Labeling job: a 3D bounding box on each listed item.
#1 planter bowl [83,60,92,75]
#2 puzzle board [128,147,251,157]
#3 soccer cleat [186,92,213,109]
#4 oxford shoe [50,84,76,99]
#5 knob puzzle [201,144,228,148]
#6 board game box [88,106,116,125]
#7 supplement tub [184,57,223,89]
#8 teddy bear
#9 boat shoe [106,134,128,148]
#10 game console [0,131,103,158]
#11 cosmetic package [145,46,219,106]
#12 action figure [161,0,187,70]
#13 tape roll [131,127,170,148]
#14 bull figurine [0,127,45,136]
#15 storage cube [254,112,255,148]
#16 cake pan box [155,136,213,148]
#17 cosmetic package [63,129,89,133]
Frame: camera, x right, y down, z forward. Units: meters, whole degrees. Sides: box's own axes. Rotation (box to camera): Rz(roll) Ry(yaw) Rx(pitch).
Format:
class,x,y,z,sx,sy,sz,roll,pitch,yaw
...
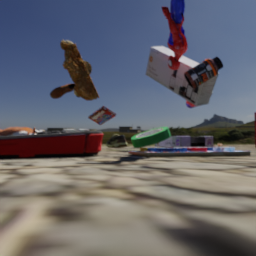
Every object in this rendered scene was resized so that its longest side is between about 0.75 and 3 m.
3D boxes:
class,x,y,z,sx,sy,sz,roll,pitch,yaw
planter bowl,-2.376,-3.020,14.668,0.891,0.891,0.600,1,-2,-13
puzzle board,0.941,0.386,4.680,1.650,0.144,1.244,1,-3,-14
soccer cleat,2.416,-0.949,9.923,0.483,0.518,1.416,37,-25,-8
oxford shoe,-1.906,-1.120,8.205,0.870,0.310,0.310,-36,8,-38
knob puzzle,3.971,0.822,12.940,1.294,0.179,1.294,0,-3,0
board game box,-1.272,-0.566,13.486,0.767,0.145,1.490,33,-33,-22
supplement tub,1.922,-1.426,7.106,0.920,0.492,0.492,-32,-8,8
teddy bear,-1.758,-1.917,9.582,0.752,2.252,1.633,-23,11,-1
boat shoe,-0.491,0.586,12.526,0.675,0.598,1.845,1,-3,-25
game console,-1.962,0.254,4.755,2.404,0.422,2.718,2,-4,-33
cosmetic package,1.519,-1.644,8.528,0.608,0.991,2.402,-10,36,-35
action figure,1.231,-2.895,7.169,0.717,2.774,0.907,3,15,19
tape roll,0.977,0.399,12.131,1.689,0.406,1.689,-17,5,2
bull figurine,-4.050,0.387,10.518,2.456,0.800,1.491,0,-5,14
storage cube,5.480,0.091,10.203,1.493,1.342,1.276,2,-3,-44
cake pan box,2.494,0.639,12.579,1.866,0.530,2.026,-1,-2,-27
cosmetic package,-2.886,0.564,15.103,1.333,0.958,2.362,0,-2,-14
